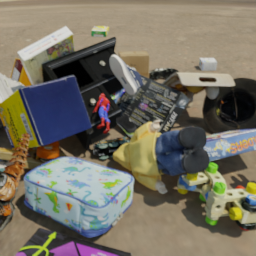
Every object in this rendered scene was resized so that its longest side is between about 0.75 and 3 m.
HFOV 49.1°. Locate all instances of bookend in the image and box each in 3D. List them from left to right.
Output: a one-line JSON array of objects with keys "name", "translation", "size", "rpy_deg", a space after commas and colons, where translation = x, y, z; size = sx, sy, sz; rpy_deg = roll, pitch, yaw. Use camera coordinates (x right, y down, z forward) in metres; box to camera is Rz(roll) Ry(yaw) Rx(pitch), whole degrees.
[{"name": "bookend", "translation": [-0.899, -1.179, 9.073], "size": [2.711, 1.256, 2.728], "rpy_deg": [-28, 73, -24]}]

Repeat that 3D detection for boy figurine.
[{"name": "boy figurine", "translation": [0.618, 0.744, 6.973], "size": [0.911, 1.758, 2.828], "rpy_deg": [-5, -8, -35]}]

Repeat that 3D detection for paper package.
[{"name": "paper package", "translation": [0.269, -3.035, 13.864], "size": [1.475, 1.406, 0.763], "rpy_deg": [-3, 30, -5]}]

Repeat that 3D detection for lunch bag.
[{"name": "lunch bag", "translation": [-1.058, 1.424, 6.385], "size": [2.200, 0.907, 1.769], "rpy_deg": [13, 20, 23]}]

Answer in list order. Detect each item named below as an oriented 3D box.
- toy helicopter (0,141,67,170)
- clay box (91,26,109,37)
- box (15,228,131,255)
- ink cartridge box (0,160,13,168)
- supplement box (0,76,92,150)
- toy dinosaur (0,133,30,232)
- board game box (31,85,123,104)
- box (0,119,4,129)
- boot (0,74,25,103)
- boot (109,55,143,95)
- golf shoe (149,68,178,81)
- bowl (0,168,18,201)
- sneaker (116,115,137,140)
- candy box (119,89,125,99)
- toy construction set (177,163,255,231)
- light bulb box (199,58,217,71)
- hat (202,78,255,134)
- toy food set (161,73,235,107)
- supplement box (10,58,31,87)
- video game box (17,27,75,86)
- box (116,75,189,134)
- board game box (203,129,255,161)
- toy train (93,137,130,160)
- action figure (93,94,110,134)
[{"name": "toy helicopter", "translation": [-2.873, 0.728, 7.724], "size": [2.377, 0.937, 1.572], "rpy_deg": [8, 14, -1]}, {"name": "clay box", "translation": [-0.965, -3.364, 9.748], "size": [0.520, 0.215, 0.905], "rpy_deg": [4, 29, 2]}, {"name": "box", "translation": [-1.286, 2.831, 4.231], "size": [1.997, 0.504, 2.793], "rpy_deg": [9, 25, 15]}, {"name": "ink cartridge box", "translation": [-3.878, 1.073, 7.818], "size": [1.107, 0.281, 1.257], "rpy_deg": [2, 29, 1]}, {"name": "supplement box", "translation": [-2.392, -0.329, 7.643], "size": [1.417, 1.426, 2.604], "rpy_deg": [-23, 8, -36]}, {"name": "toy dinosaur", "translation": [-3.042, 1.215, 5.953], "size": [1.320, 1.754, 2.585], "rpy_deg": [-28, 30, 36]}, {"name": "board game box", "translation": [-1.834, -1.279, 9.983], "size": [2.827, 0.517, 2.138], "rpy_deg": [25, 61, 3]}, {"name": "box", "translation": [-4.990, -0.613, 9.456], "size": [1.512, 1.091, 2.037], "rpy_deg": [28, 39, 10]}, {"name": "boot", "translation": [-4.039, -1.326, 9.211], "size": [1.143, 0.879, 2.391], "rpy_deg": [-11, 62, -40]}, {"name": "boot", "translation": [-0.047, -1.746, 8.781], "size": [0.497, 1.366, 0.617], "rpy_deg": [-6, 32, 44]}, {"name": "golf shoe", "translation": [1.782, -2.843, 14.348], "size": [1.592, 0.619, 0.752], "rpy_deg": [-3, 30, -8]}, {"name": "bowl", "translation": [-3.069, 1.485, 6.712], "size": [0.951, 0.498, 0.951], "rpy_deg": [2, 52, -2]}, {"name": "sneaker", "translation": [-0.042, 0.032, 7.930], "size": [0.407, 0.470, 1.136], "rpy_deg": [-18, 29, -9]}, {"name": "candy box", "translation": [0.070, -1.322, 11.309], "size": [1.037, 0.399, 0.877], "rpy_deg": [3, 24, -25]}, {"name": "toy construction set", "translation": [2.624, 1.388, 6.377], "size": [2.687, 1.238, 1.762], "rpy_deg": [-14, 25, -9]}, {"name": "light bulb box", "translation": [4.460, -3.569, 15.710], "size": [0.812, 0.507, 0.805], "rpy_deg": [0, 30, 2]}, {"name": "hat", "translation": [3.706, -0.615, 9.607], "size": [2.188, 2.188, 0.882], "rpy_deg": [16, 1, 25]}, {"name": "toy food set", "translation": [2.083, -1.181, 9.842], "size": [1.936, 0.815, 2.699], "rpy_deg": [-3, -10, -19]}, {"name": "supplement box", "translation": [-4.074, -2.146, 12.144], "size": [1.550, 1.043, 1.571], "rpy_deg": [10, 19, -39]}, {"name": "video game box", "translation": [-2.473, -2.145, 8.897], "size": [1.669, 1.832, 0.429], "rpy_deg": [-33, 77, -17]}, {"name": "box", "translation": [0.614, -0.649, 9.369], "size": [2.321, 1.859, 0.505], "rpy_deg": [33, 2, 44]}, {"name": "board game box", "translation": [2.301, 0.496, 7.687], "size": [2.801, 0.483, 1.896], "rpy_deg": [-10, -1, -16]}, {"name": "toy train", "translation": [-0.464, 0.594, 8.486], "size": [1.234, 0.526, 0.703], "rpy_deg": [-9, 18, -11]}, {"name": "action figure", "translation": [-0.731, -0.473, 7.984], "size": [0.349, 0.442, 1.351], "rpy_deg": [-28, 45, 29]}]
